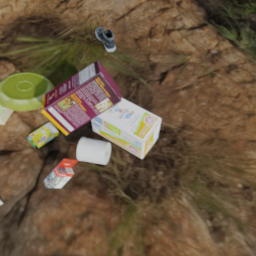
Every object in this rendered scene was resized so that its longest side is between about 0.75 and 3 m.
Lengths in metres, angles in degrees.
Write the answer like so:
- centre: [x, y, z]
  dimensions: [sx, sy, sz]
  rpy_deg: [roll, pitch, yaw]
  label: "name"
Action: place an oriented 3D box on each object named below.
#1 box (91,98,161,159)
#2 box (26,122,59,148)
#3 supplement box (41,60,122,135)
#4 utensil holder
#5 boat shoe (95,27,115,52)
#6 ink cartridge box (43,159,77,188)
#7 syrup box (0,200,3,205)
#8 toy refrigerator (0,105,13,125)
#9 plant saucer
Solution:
- centre: [-0.108, -0.115, 10.959]
  dimensions: [2.475, 1.392, 1.254]
  rpy_deg: [29, 60, 18]
  label: "box"
- centre: [-3.464, 0.327, 11.349]
  dimensions: [1.137, 0.275, 0.667]
  rpy_deg: [-35, 63, -25]
  label: "box"
- centre: [-1.468, -0.921, 8.796]
  dimensions: [2.197, 1.212, 0.941]
  rpy_deg: [-31, 38, 11]
  label: "supplement box"
- centre: [-1.119, 0.772, 9.251]
  dimensions: [0.938, 0.797, 0.797]
  rpy_deg: [9, 56, 10]
  label: "utensil holder"
- centre: [-1.176, -4.871, 14.572]
  dimensions: [0.682, 0.875, 1.927]
  rpy_deg: [-22, 58, -15]
  label: "boat shoe"
- centre: [-2.015, 1.414, 8.540]
  dimensions: [1.096, 0.597, 0.276]
  rpy_deg: [-45, 57, 20]
  label: "ink cartridge box"
- centre: [-5.139, 2.780, 9.438]
  dimensions: [0.622, 0.602, 1.528]
  rpy_deg: [38, 63, 23]
  label: "syrup box"
- centre: [-5.295, -0.887, 12.036]
  dimensions: [0.556, 0.512, 1.465]
  rpy_deg: [13, 57, 9]
  label: "toy refrigerator"
- centre: [-4.558, -1.733, 12.394]
  dimensions: [2.545, 0.395, 2.545]
  rpy_deg: [5, 45, -5]
  label: "plant saucer"
